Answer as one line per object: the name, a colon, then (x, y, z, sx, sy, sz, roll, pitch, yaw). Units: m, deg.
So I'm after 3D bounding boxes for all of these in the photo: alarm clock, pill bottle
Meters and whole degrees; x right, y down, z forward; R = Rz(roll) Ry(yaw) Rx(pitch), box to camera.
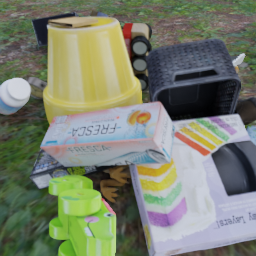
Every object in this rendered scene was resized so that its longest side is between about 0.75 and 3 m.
alarm clock: (-2.953, -1.338, 9.220, 1.217, 0.821, 0.405, -7, 51, 46)
pill bottle: (-3.410, -0.932, 8.228, 0.814, 0.814, 1.496, -34, 10, -37)

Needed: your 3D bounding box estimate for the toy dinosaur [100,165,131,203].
toy dinosaur: (-0.274, 0.993, 6.661, 2.852, 0.861, 1.515, 1, 18, 14)

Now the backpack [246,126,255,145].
backpack: (2.982, 0.613, 6.765, 0.851, 1.059, 1.158, -3, 31, 36)

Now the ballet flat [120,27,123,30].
ballet flat: (-0.140, -5.367, 15.178, 2.542, 0.589, 0.857, 4, 37, 5)

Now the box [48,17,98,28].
box: (-1.403, -2.734, 7.231, 0.830, 0.108, 1.016, 17, 32, 27)

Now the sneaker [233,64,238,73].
sneaker: (3.625, -2.413, 11.329, 1.519, 0.574, 0.666, 11, 25, 4)

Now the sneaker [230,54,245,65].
sneaker: (4.489, -2.976, 12.052, 1.290, 0.456, 0.640, -34, 53, -31)

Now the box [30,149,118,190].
box: (-1.191, 0.536, 6.699, 1.973, 0.437, 1.580, -18, 30, 10)

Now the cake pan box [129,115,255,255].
cake pan box: (1.459, 1.015, 5.598, 2.738, 0.716, 2.521, -5, 59, -10)

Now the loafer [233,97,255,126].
loafer: (3.003, -0.367, 7.696, 0.713, 1.997, 0.729, -29, 81, 1)

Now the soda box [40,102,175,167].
soda box: (-0.417, 0.196, 5.270, 2.438, 0.834, 0.775, -6, 53, 30)

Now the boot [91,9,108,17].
boot: (-1.065, -4.653, 13.055, 1.121, 1.454, 3.000, 24, 26, 10)

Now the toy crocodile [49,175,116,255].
toy crocodile: (-0.674, 1.299, 4.189, 0.866, 0.947, 2.805, -1, 1, -22)

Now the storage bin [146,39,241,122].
storage bin: (1.452, -0.630, 6.729, 1.769, 2.617, 1.227, -8, 56, 4)

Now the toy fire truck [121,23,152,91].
toy fire truck: (-0.511, -2.370, 9.745, 2.517, 2.215, 1.619, 5, 47, 7)

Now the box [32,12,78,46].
box: (-3.215, -4.627, 13.159, 1.963, 1.210, 1.947, -11, 22, -2)

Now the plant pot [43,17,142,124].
plant pot: (-1.090, -1.617, 8.058, 2.898, 2.726, 2.898, -3, 29, 2)
